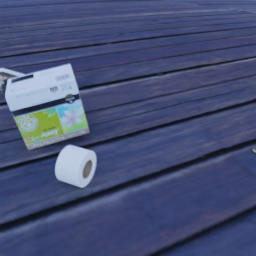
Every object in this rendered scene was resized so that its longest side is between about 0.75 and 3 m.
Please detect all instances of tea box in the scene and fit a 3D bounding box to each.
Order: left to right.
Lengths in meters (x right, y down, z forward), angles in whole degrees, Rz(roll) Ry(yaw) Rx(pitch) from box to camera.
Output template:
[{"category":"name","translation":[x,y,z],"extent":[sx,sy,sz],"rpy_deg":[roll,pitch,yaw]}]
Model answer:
[{"category":"tea box","translation":[-2.636,-0.712,9.383],"extent":[2.138,2.104,1.429],"rpy_deg":[-17,35,-9]}]

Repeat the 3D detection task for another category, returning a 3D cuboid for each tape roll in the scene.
[{"category":"tape roll","translation":[-1.443,1.070,7.845],"extent":[0.716,1.043,1.043],"rpy_deg":[12,35,20]}]

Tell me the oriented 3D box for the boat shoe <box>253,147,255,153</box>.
[{"category":"boat shoe","translation":[4.538,0.618,9.212],"extent":[0.909,0.294,0.333],"rpy_deg":[-8,34,-13]}]

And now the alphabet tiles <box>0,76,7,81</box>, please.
[{"category":"alphabet tiles","translation":[-6.813,-2.551,14.297],"extent":[1.200,0.054,1.436],"rpy_deg":[16,36,22]}]

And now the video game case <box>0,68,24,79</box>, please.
[{"category":"video game case","translation":[-5.441,-2.465,13.014],"extent":[1.292,0.158,1.807],"rpy_deg":[12,-1,-39]}]

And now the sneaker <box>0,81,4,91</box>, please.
[{"category":"sneaker","translation":[-5.716,-1.626,12.157],"extent":[0.479,1.081,0.416],"rpy_deg":[16,22,-42]}]
